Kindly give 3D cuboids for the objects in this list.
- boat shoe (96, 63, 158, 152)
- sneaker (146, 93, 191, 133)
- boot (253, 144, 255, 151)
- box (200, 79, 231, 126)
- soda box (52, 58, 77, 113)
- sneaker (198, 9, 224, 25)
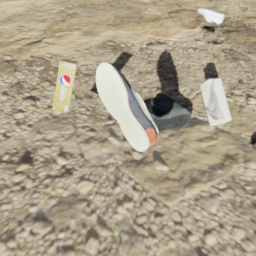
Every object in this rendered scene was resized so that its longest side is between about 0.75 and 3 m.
[{"bbox_3d":[0.016,-0.613,7.538,0.910,2.558,0.800,-21,12,44],"label":"boat shoe"},{"bbox_3d":[0.993,-0.603,11.625,2.859,1.093,1.638,-11,39,-18],"label":"sneaker"},{"bbox_3d":[5.248,1.110,9.952,1.460,0.505,1.271,11,40,10],"label":"boot"},{"bbox_3d":[2.903,-0.854,9.319,0.500,0.601,1.462,-8,78,-19],"label":"box"},{"bbox_3d":[-2.324,-1.540,10.202,0.588,1.836,0.622,10,20,-16],"label":"soda box"},{"bbox_3d":[2.998,-4.105,10.332,0.411,0.399,1.126,-11,38,-36],"label":"sneaker"}]
